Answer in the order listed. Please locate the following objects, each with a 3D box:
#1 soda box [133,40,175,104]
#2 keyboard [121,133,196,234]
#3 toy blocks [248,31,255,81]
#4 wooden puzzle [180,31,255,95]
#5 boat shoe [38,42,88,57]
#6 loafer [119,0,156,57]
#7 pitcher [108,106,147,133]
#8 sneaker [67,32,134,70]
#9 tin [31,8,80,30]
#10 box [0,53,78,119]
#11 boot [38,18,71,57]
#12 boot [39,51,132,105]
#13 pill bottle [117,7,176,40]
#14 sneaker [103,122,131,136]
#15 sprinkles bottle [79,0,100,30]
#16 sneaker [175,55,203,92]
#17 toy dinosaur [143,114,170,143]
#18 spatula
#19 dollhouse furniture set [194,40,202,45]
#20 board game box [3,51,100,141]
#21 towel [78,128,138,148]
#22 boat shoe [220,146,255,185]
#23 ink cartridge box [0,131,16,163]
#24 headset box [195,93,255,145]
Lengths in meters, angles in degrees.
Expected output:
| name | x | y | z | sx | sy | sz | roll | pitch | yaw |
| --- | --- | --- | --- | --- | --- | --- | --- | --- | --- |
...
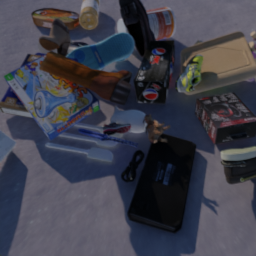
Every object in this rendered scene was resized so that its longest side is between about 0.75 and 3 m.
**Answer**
| name | x | y | z | sx | sy | sz | roll | pitch | yaw |
| --- | --- | --- | --- | --- | --- | --- | --- | --- | --- |
| soda box | 1.069 | -2.151 | 10.367 | 1.059 | 0.948 | 2.992 | 4 | 44 | 15 |
| keyboard | 0.748 | 1.212 | 7.342 | 1.726 | 0.369 | 2.875 | 16 | 45 | 8 |
| toy blocks | 4.977 | -2.682 | 10.807 | 1.333 | 1.584 | 1.480 | 36 | 27 | -24 |
| wooden puzzle | 3.301 | -2.442 | 10.618 | 2.566 | 0.517 | 2.774 | -14 | 43 | 21 |
| boat shoe | -2.638 | -3.333 | 11.928 | 2.230 | 0.833 | 1.034 | 20 | 37 | 13 |
| loafer | 0.332 | -4.171 | 11.393 | 0.972 | 2.705 | 0.852 | -6 | 33 | 44 |
| pitcher | -0.022 | -0.135 | 8.557 | 1.128 | 0.684 | 0.968 | 15 | 62 | 15 |
| sneaker | -1.002 | -2.923 | 11.328 | 2.900 | 1.153 | 1.893 | -15 | 13 | 13 |
| tin | -3.742 | -5.623 | 14.478 | 2.624 | 0.549 | 1.470 | 16 | 42 | 16 |
| box | -2.996 | -1.648 | 9.741 | 1.783 | 0.477 | 2.943 | 10 | 57 | 6 |
| boot | -2.376 | -3.040 | 9.121 | 0.525 | 1.496 | 1.094 | -3 | 81 | 17 |
| boot | -1.288 | -1.715 | 9.018 | 2.705 | 0.926 | 2.547 | 20 | 28 | -9 |
| pill bottle | 0.824 | -4.613 | 12.763 | 2.441 | 1.369 | 1.369 | -17 | 46 | -17 |
| sneaker | -0.333 | -0.022 | 8.160 | 0.839 | 0.338 | 0.313 | -8 | 58 | 4 |
| sprinkles bottle | -2.006 | -6.199 | 14.729 | 0.956 | 0.956 | 2.803 | -2 | 43 | -2 |
| sneaker | 2.312 | -1.868 | 9.846 | 0.665 | 0.656 | 1.739 | 17 | 64 | 32 |
| toy dinosaur | 0.721 | 0.127 | 7.869 | 0.748 | 0.474 | 1.104 | -11 | 44 | 28 |
| spatula | -1.277 | 0.311 | 8.438 | 2.081 | 0.167 | 1.447 | 9 | 46 | 12 |
| dollhouse furniture set | 3.211 | -3.327 | 12.262 | 0.861 | 0.562 | 0.813 | -5 | 58 | -52 |
| board game box | -2.417 | -1.119 | 8.835 | 1.839 | 0.468 | 2.716 | -35 | 65 | -19 |
| towel | -0.530 | 0.288 | 7.545 | 1.044 | 0.172 | 1.442 | 13 | -3 | 42 |
| boat shoe | 3.421 | 0.886 | 7.261 | 2.609 | 0.786 | 0.930 | -4 | 1 | -29 |
| ink cartridge box | -4.181 | 0.358 | 7.180 | 2.023 | 0.507 | 1.641 | 40 | 34 | -13 |
| headset box | 2.983 | -0.275 | 8.533 | 1.315 | 0.664 | 1.769 | -10 | 39 | -6 |
